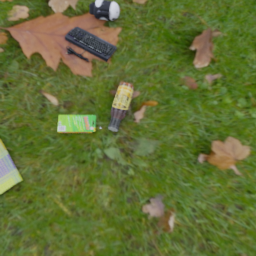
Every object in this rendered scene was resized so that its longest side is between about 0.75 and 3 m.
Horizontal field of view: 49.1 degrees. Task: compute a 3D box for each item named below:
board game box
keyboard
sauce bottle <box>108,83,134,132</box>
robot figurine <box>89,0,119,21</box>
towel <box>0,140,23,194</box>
[{"bbox_3d":[-2.023,-0.153,11.085,1.480,0.222,0.707,-1,70,4],"label":"board game box"},{"bbox_3d":[-1.820,-3.584,12.395,2.318,0.239,1.473,29,72,11],"label":"keyboard"},{"bbox_3d":[-0.303,-0.825,11.122,0.657,0.657,1.990,13,70,5],"label":"sauce bottle"},{"bbox_3d":[-1.076,-5.338,12.748,1.344,0.838,1.009,10,73,4],"label":"robot figurine"},{"bbox_3d":[-5.082,1.489,10.447,1.563,0.248,2.176,-34,74,-13],"label":"towel"}]
